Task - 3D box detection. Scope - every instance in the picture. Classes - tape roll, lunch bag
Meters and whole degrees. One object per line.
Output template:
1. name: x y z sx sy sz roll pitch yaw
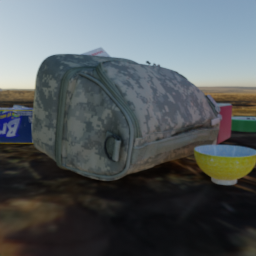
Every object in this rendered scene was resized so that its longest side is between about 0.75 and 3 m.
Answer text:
1. tape roll: 4.243 -0.147 9.980 1.666 0.400 1.666 0 8 0
2. lunch bag: 0.073 -0.179 4.929 2.299 1.910 2.742 27 24 37

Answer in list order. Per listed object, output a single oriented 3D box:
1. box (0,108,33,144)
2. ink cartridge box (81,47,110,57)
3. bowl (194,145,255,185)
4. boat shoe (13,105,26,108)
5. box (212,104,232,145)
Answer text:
1. box: -3.611 -0.082 7.463 2.774 0.892 0.972 0 7 4
2. ink cartridge box: -1.098 -2.028 12.044 1.923 2.657 1.121 -36 -12 -44
3. bowl: 1.410 0.554 4.096 0.886 0.477 0.886 -1 7 0
4. boat shoe: -3.682 -0.554 11.404 0.960 0.835 2.605 3 8 22
5. box: 1.966 -0.140 7.482 1.168 0.996 1.827 5 9 33
